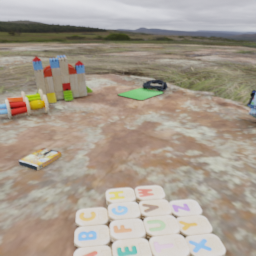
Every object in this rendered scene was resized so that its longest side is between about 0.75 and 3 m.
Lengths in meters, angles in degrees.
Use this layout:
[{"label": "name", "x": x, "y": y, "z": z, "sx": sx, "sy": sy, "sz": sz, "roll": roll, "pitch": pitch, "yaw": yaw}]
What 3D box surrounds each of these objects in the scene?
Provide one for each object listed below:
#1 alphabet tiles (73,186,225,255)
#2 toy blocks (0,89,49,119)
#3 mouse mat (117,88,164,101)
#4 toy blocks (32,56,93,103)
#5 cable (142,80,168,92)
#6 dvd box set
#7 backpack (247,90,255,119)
[{"label": "alphabet tiles", "x": 0.290, "y": 1.792, "z": 4.950, "sx": 2.448, "sy": 0.183, "sz": 2.503, "roll": -3, "pitch": 22, "yaw": -7}, {"label": "toy blocks", "x": -4.369, "y": -0.933, "z": 11.112, "sx": 2.076, "sy": 0.754, "sz": 1.731, "roll": -11, "pitch": 24, "yaw": -24}, {"label": "mouse mat", "x": 0.632, "y": -1.704, "z": 14.016, "sx": 1.607, "sy": 0.075, "sz": 1.997, "roll": 17, "pitch": 26, "yaw": 37}, {"label": "toy blocks", "x": -3.119, "y": -2.376, "z": 12.851, "sx": 2.908, "sy": 1.988, "sz": 1.453, "roll": -10, "pitch": 26, "yaw": -17}, {"label": "cable", "x": 1.426, "y": -2.260, "z": 15.028, "sx": 1.339, "sy": 0.417, "sz": 1.642, "roll": -2, "pitch": 23, "yaw": 2}, {"label": "dvd box set", "x": -2.340, "y": 0.817, "z": 7.489, "sx": 0.671, "sy": 0.135, "sz": 0.917, "roll": 11, "pitch": 24, "yaw": 27}, {"label": "backpack", "x": 4.984, "y": -0.656, "z": 9.821, "sx": 1.316, "sy": 0.967, "sz": 1.204, "roll": 21, "pitch": 4, "yaw": 41}]
